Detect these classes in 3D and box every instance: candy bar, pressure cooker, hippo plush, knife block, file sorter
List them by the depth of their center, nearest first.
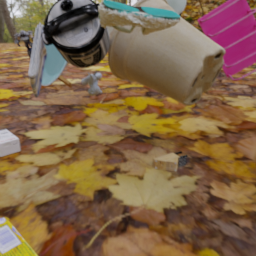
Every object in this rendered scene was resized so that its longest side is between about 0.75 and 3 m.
[{"bbox_3d":[-1.788,2.292,4.640,0.722,0.321,2.894,-19,28,-40],"label":"candy bar"},{"bbox_3d":[-1.170,-2.238,6.509,1.392,1.370,1.558,24,-6,6],"label":"pressure cooker"},{"bbox_3d":[1.229,0.917,8.099,0.932,0.298,0.818,5,22,14],"label":"knife block"},{"bbox_3d":[-1.014,-1.336,8.674,0.628,0.634,0.789,-21,0,-33],"label":"hippo plush"},{"bbox_3d":[3.751,-3.064,9.574,1.689,2.430,1.524,-28,14,18],"label":"file sorter"}]

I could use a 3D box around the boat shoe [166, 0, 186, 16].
[{"bbox_3d":[1.485,-3.924,10.033,0.761,2.013,0.607,27,-16,11],"label":"boat shoe"}]

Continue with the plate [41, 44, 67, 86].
[{"bbox_3d":[-2.547,-2.644,9.787,0.318,2.492,2.492,12,8,-44],"label":"plate"}]

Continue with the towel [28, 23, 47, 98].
[{"bbox_3d":[-2.266,-1.610,7.106,0.217,1.339,1.824,8,-12,-13],"label":"towel"}]

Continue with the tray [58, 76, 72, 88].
[{"bbox_3d":[-2.834,-2.082,12.263,0.821,0.152,0.405,36,-10,10],"label":"tray"}]

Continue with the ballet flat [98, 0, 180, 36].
[{"bbox_3d":[0.191,-2.121,5.516,1.656,0.594,0.594,2,20,-18],"label":"ballet flat"}]

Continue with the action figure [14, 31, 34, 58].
[{"bbox_3d":[-3.501,-2.944,9.816,0.767,1.179,0.409,1,60,8],"label":"action figure"}]

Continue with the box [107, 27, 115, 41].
[{"bbox_3d":[-0.845,-3.942,11.678,2.088,0.812,0.992,-30,4,17],"label":"box"}]

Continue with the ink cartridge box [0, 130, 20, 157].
[{"bbox_3d":[-4.046,0.487,8.934,0.803,0.463,1.099,-18,28,-38],"label":"ink cartridge box"}]

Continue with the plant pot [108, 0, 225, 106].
[{"bbox_3d":[1.176,-1.905,7.659,2.353,2.571,2.571,38,39,25],"label":"plant pot"}]
